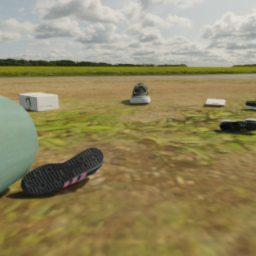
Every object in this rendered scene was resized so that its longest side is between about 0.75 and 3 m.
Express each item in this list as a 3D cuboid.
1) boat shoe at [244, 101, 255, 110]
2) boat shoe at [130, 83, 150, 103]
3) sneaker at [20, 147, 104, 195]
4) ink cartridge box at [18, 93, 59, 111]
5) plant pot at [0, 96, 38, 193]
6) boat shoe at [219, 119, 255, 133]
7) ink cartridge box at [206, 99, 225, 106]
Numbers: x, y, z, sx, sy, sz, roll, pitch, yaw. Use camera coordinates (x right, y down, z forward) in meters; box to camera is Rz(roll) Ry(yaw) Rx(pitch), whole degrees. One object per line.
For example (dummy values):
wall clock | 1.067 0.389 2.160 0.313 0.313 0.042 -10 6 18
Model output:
boat shoe | 6.171 -1.085 11.699 2.424 0.731 0.916 4 13 16
boat shoe | 0.569 -1.823 14.441 0.997 0.981 2.766 -1 13 -3
sneaker | -0.989 0.757 4.397 1.297 0.455 0.532 -18 -26 -19
ink cartridge box | -3.912 -1.158 12.265 1.499 0.632 1.095 11 16 40
plant pot | -2.187 0.278 3.455 1.926 1.926 1.886 2 5 9
boat shoe | 3.149 -0.031 7.904 1.133 0.389 0.321 0 17 29
ink cartridge box | 4.119 -1.129 13.196 0.833 0.258 1.028 5 21 19
